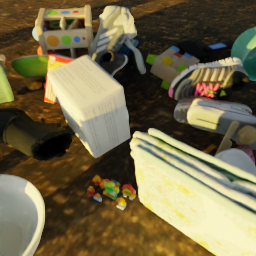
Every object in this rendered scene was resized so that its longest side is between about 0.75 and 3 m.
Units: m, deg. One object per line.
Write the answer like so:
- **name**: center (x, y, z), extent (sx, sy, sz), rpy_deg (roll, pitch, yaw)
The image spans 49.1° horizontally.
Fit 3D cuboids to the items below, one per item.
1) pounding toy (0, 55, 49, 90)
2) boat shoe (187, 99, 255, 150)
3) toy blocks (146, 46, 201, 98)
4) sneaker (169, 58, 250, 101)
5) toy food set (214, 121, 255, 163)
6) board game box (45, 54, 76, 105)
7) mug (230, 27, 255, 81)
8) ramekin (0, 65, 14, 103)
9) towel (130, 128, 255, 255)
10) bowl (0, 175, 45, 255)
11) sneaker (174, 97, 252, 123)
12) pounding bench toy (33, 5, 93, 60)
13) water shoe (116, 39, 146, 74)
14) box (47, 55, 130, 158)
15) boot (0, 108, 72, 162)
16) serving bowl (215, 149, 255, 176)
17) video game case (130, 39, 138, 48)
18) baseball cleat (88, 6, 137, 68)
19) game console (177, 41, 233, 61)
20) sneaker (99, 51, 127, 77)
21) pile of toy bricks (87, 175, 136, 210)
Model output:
- **pounding toy**: center (-3.271, -1.790, 9.664), extent (2.359, 1.095, 1.821), rpy_deg (-10, 5, -34)
- **boat shoe**: center (2.988, -0.222, 7.721), extent (2.630, 0.967, 0.878), rpy_deg (22, 47, 3)
- **toy blocks**: center (1.993, -2.148, 10.239), extent (2.312, 1.156, 1.581), rpy_deg (35, 47, 14)
- **sneaker**: center (2.626, -1.337, 8.724), extent (2.726, 1.006, 1.193), rpy_deg (-18, 57, -15)
- **toy food set**: center (3.636, 0.522, 7.148), extent (2.586, 1.644, 0.407), rpy_deg (14, 34, -2)
- **board game box**: center (-2.024, -1.490, 9.081), extent (1.172, 1.547, 0.358), rpy_deg (14, 22, 5)
- **mug**: center (4.581, -2.797, 10.354), extent (2.115, 1.738, 1.308), rpy_deg (-6, 43, -6)
- **ramekin**: center (-4.553, -1.612, 9.021), extent (0.941, 1.927, 1.927), rpy_deg (-26, 50, -23)
- **towel**: center (1.380, 1.413, 5.377), extent (2.945, 2.521, 0.709), rpy_deg (29, 61, 27)
- **bowl**: center (-2.778, 2.207, 5.724), extent (2.363, 1.062, 2.363), rpy_deg (-1, 46, 1)
- **sneaker**: center (2.657, -0.664, 8.808), extent (2.342, 0.875, 0.960), rpy_deg (7, 43, 6)
- **pounding bench toy**: center (-2.588, -4.006, 11.560), extent (2.210, 1.760, 2.833), rpy_deg (-5, 45, -4)
- **water shoe**: center (-0.059, -2.706, 11.051), extent (0.987, 0.894, 2.502), rpy_deg (-26, 41, -1)
- **box**: center (-1.039, -0.602, 7.834), extent (1.280, 1.948, 1.958), rpy_deg (-30, 51, -18)
- **boot**: center (-3.001, 0.231, 7.233), extent (2.233, 1.008, 2.724), rpy_deg (23, 21, 26)
- **serving bowl**: center (2.326, 1.361, 6.506), extent (1.714, 1.714, 0.564), rpy_deg (-39, 14, -32)
- **video game case**: center (-0.290, -3.747, 12.486), extent (1.294, 0.115, 0.926), rpy_deg (12, 45, 13)
- **baseball cleat**: center (-0.547, -3.223, 10.460), extent (1.585, 1.038, 2.978), rpy_deg (10, 83, 16)
- **game console**: center (3.353, -3.420, 12.040), extent (2.265, 0.273, 1.336), rpy_deg (-15, 47, -15)
- **sneaker**: center (-0.828, -2.042, 9.622), extent (0.785, 1.583, 0.560), rpy_deg (16, 42, -50)
- **pile of toy bricks**: center (-0.453, 1.469, 6.813), extent (1.195, 0.590, 0.663), rpy_deg (22, 46, 21)
